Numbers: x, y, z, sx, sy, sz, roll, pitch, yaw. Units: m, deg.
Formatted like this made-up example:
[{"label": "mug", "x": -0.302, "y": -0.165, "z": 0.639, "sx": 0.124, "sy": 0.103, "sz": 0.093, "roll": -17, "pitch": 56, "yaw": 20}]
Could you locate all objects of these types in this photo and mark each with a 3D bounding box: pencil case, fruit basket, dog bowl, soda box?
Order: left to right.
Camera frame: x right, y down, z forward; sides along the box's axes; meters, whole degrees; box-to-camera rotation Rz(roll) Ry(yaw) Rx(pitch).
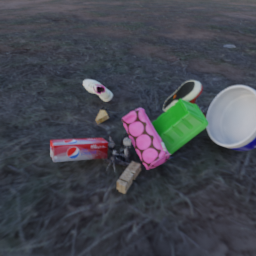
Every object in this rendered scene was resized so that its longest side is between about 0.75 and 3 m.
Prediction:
[{"label": "soda box", "x": -1.648, "y": 0.725, "z": 9.487, "sx": 1.857, "sy": 0.589, "sz": 0.650, "roll": -2, "pitch": 14, "yaw": -24}, {"label": "pencil case", "x": 0.608, "y": 0.308, "z": 9.549, "sx": 0.962, "sy": 0.993, "sz": 2.119, "roll": -15, "pitch": 66, "yaw": -36}, {"label": "fruit basket", "x": 2.014, "y": 0.058, "z": 10.397, "sx": 2.052, "sy": 2.052, "sz": 1.480, "roll": -7, "pitch": 41, "yaw": -10}, {"label": "dog bowl", "x": 3.979, "y": -0.332, "z": 10.095, "sx": 0.891, "sy": 2.262, "sz": 2.262, "roll": 16, "pitch": 22, "yaw": -33}]

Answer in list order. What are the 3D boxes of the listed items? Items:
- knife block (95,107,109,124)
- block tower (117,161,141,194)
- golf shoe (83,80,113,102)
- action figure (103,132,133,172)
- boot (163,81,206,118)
[{"label": "knife block", "x": -1.140, "y": -0.593, "z": 12.143, "sx": 0.759, "sy": 0.243, "sz": 0.667, "roll": -30, "pitch": 45, "yaw": -7}, {"label": "block tower", "x": 0.030, "y": 1.556, "z": 9.024, "sx": 0.330, "sy": 0.354, "sz": 1.224, "roll": 16, "pitch": 34, "yaw": 21}, {"label": "golf shoe", "x": -1.536, "y": -1.950, "z": 13.465, "sx": 1.789, "sy": 0.819, "sz": 0.674, "roll": 31, "pitch": 82, "yaw": 24}, {"label": "action figure", "x": -0.266, "y": 0.715, "z": 9.804, "sx": 1.070, "sy": 0.919, "sz": 1.800, "roll": 1, "pitch": 30, "yaw": 27}, {"label": "boot", "x": 2.630, "y": -0.915, "z": 11.022, "sx": 1.709, "sy": 2.368, "sz": 0.858, "roll": 25, "pitch": 68, "yaw": -10}]
